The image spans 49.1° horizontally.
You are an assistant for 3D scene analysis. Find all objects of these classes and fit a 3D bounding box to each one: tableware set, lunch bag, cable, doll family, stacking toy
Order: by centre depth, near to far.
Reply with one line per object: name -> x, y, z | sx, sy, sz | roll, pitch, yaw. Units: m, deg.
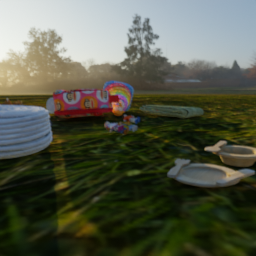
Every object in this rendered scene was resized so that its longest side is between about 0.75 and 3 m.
tableware set -> 2.041, 0.600, 4.133 | 2.668, 0.310, 2.229 | 7, 11, 37
cable -> -3.006, 0.011, 5.910 | 2.695, 0.933, 2.695 | -2, 9, -14
doll family -> -0.213, -0.013, 7.901 | 0.689, 0.500, 1.110 | 15, 27, 40
lunch bag -> -1.567, -1.029, 11.298 | 2.435, 1.133, 2.765 | -5, 4, 2
stacking toy -> -0.532, -1.229, 13.713 | 1.591, 1.504, 2.741 | 11, 22, -7

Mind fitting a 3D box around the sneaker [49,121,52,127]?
sneaker -> -2.876, -0.123, 9.059 | 0.788, 0.291, 0.324 | -4, 7, -28

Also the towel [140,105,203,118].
towel -> 1.957, -0.757, 12.640 | 2.473, 0.451, 1.834 | 7, 8, 36

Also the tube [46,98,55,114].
tube -> -2.787, -1.104, 14.359 | 0.870, 0.778, 2.998 | 39, 22, 23

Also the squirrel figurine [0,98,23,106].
squirrel figurine -> -3.921, -0.612, 9.452 | 0.854, 0.797, 0.604 | -18, -33, -4
